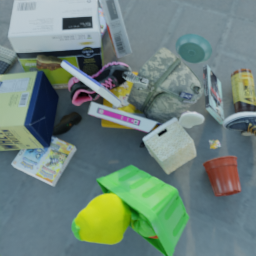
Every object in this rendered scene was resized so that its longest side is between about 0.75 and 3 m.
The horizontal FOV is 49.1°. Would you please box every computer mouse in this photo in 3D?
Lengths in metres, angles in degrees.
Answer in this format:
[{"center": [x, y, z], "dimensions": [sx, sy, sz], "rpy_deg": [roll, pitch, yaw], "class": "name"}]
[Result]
[{"center": [1.170, 0.269, 10.141], "dimensions": [1.557, 1.078, 0.411], "rpy_deg": [-17, 83, -19], "class": "computer mouse"}]

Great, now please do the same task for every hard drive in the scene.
[{"center": [-1.197, -1.430, 9.049], "dimensions": [1.930, 1.273, 0.245], "rpy_deg": [37, 92, 32], "class": "hard drive"}]

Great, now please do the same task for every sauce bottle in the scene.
[{"center": [4.517, -0.992, 10.804], "dimensions": [0.853, 0.853, 2.585], "rpy_deg": [-1, 72, 0], "class": "sauce bottle"}]

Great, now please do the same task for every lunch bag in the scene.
[{"center": [1.282, -1.244, 9.697], "dimensions": [2.025, 2.415, 1.683], "rpy_deg": [38, 65, 4], "class": "lunch bag"}]

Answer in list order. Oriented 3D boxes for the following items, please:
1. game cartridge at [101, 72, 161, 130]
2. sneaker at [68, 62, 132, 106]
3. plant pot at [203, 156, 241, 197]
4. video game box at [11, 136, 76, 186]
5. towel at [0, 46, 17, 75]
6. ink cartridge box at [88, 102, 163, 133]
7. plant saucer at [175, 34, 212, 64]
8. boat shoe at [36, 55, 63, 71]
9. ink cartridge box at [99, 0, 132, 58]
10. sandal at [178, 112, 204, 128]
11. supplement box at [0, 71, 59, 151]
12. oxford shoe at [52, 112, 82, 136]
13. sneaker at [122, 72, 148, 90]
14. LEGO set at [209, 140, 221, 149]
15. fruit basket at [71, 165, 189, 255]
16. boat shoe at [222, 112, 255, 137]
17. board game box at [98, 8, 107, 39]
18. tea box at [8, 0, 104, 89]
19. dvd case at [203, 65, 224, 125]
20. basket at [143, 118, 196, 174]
[{"center": [0.453, -1.126, 11.099], "dimensions": [2.828, 0.459, 2.493], "rpy_deg": [2, 65, 1], "class": "game cartridge"}, {"center": [-1.045, -1.505, 10.298], "dimensions": [2.577, 1.018, 1.229], "rpy_deg": [-19, 43, 15], "class": "sneaker"}, {"center": [3.190, 1.650, 9.339], "dimensions": [1.149, 1.149, 1.117], "rpy_deg": [-7, 67, -3], "class": "plant pot"}, {"center": [-3.004, 1.030, 10.045], "dimensions": [1.719, 0.402, 1.566], "rpy_deg": [22, 67, 12], "class": "video game box"}, {"center": [-6.312, -2.735, 12.027], "dimensions": [2.467, 0.426, 2.375], "rpy_deg": [24, 68, 9], "class": "towel"}, {"center": [0.025, -0.264, 9.765], "dimensions": [2.738, 1.296, 0.508], "rpy_deg": [15, 89, 1], "class": "ink cartridge box"}, {"center": [2.313, -2.759, 10.063], "dimensions": [1.343, 1.343, 0.241], "rpy_deg": [20, 63, 10], "class": "plant saucer"}, {"center": [-2.595, -2.155, 9.468], "dimensions": [0.441, 0.414, 1.224], "rpy_deg": [41, 27, 24], "class": "boat shoe"}, {"center": [-0.659, -4.100, 11.033], "dimensions": [0.676, 2.185, 2.695], "rpy_deg": [-20, 27, -5], "class": "ink cartridge box"}, {"center": [1.799, -0.308, 8.192], "dimensions": [0.575, 1.414, 0.347], "rpy_deg": [21, 78, -5], "class": "sandal"}, {"center": [-3.966, -0.568, 9.912], "dimensions": [2.309, 1.552, 2.312], "rpy_deg": [-4, 58, 9], "class": "supplement box"}, {"center": [-2.414, -0.164, 10.678], "dimensions": [1.280, 0.465, 0.540], "rpy_deg": [-35, 53, -19], "class": "oxford shoe"}, {"center": [0.192, -1.346, 8.386], "dimensions": [0.832, 0.481, 0.312], "rpy_deg": [24, 61, 13], "class": "sneaker"}, {"center": [2.811, 0.488, 9.202], "dimensions": [0.349, 0.759, 0.282], "rpy_deg": [-20, 67, 16], "class": "LEGO set"}, {"center": [-0.107, 2.475, 7.769], "dimensions": [2.871, 2.071, 2.871], "rpy_deg": [-19, 29, 11], "class": "fruit basket"}, {"center": [4.392, -0.029, 9.764], "dimensions": [1.979, 0.700, 0.899], "rpy_deg": [-7, 52, 6], "class": "boat shoe"}, {"center": [-1.719, -4.746, 12.560], "dimensions": [1.594, 0.386, 2.107], "rpy_deg": [20, 54, -4], "class": "board game box"}, {"center": [-2.480, -3.105, 10.686], "dimensions": [2.974, 2.925, 1.987], "rpy_deg": [-4, 59, -4], "class": "tea box"}, {"center": [3.276, -1.265, 10.709], "dimensions": [0.212, 1.407, 1.928], "rpy_deg": [-15, 57, 35], "class": "dvd case"}, {"center": [1.409, 0.651, 9.302], "dimensions": [1.333, 1.345, 1.082], "rpy_deg": [-33, 57, -2], "class": "basket"}]
